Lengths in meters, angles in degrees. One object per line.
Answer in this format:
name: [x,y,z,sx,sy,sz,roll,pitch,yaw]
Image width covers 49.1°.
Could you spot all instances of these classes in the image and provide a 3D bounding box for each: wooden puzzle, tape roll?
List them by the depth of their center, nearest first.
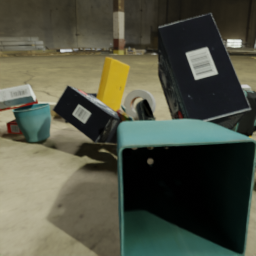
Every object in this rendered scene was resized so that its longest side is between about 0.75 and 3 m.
wooden puzzle: [0.035,-0.007,7.126,0.096,1.373,0.814,-31,29,-15]
tape roll: [0.454,-0.901,11.145,1.237,1.237,0.409,6,5,18]

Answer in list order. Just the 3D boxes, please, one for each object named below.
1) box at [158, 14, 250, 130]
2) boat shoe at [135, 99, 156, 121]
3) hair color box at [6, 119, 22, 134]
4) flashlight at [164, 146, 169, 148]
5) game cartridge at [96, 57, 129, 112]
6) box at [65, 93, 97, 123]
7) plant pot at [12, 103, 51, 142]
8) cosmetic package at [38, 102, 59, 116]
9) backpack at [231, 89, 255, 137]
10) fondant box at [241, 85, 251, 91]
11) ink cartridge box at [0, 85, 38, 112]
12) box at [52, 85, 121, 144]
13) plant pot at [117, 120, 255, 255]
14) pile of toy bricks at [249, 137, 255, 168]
box: [1.817,-1.072,7.636,1.417,2.721,2.478,-15,-19,2]
boat shoe: [0.624,-0.270,8.924,0.538,0.457,1.478,4,55,-36]
hair color box: [-3.793,-0.180,10.388,0.683,0.412,1.346,3,18,13]
flashlight: [0.714,0.213,8.087,1.130,0.384,0.382,29,59,36]
game cartridge: [-0.645,-1.672,11.481,0.390,2.117,2.401,16,9,15]
box: [-1.922,-0.860,11.660,1.252,0.883,1.692,-1,19,-3]
plant pot: [-3.036,-0.156,9.123,1.168,1.098,1.168,-8,15,2]
cosmetic package: [-3.425,-0.812,12.099,1.026,0.540,0.365,2,20,11]
backpack: [3.452,-0.605,9.655,1.429,1.639,1.864,6,13,-12]
fondant box: [4.023,-1.082,11.570,1.781,1.285,0.519,-1,22,3]
ink cartridge box: [-3.837,-0.803,9.369,1.459,0.431,1.822,-14,-12,-11]
box: [-1.051,-0.349,8.403,1.717,0.894,1.563,35,6,17]
plant pot: [0.706,0.776,5.320,1.954,1.953,2.765,-2,16,-6]
pile of toy bricks: [3.146,0.946,6.416,2.227,1.235,1.099,8,42,-28]
